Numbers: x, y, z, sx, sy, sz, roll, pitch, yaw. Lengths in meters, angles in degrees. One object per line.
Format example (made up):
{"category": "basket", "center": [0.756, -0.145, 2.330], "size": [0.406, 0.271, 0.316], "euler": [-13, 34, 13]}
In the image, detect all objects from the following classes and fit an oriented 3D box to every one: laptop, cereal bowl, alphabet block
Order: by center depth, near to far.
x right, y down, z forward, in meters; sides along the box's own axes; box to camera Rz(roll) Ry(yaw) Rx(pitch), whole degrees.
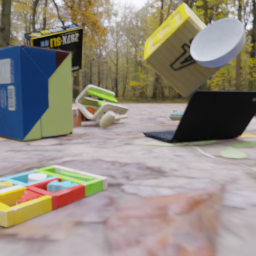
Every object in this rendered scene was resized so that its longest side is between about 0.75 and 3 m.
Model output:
{"category": "laptop", "center": [2.023, -0.339, 7.921], "size": [2.363, 1.377, 2.666], "euler": [-2, 7, -22]}
{"category": "cereal bowl", "center": [2.669, -2.379, 8.187], "size": [1.563, 1.563, 0.651], "euler": [7, -24, 47]}
{"category": "alphabet block", "center": [2.127, -2.934, 10.621], "size": [2.232, 2.192, 2.180], "euler": [38, 29, -19]}

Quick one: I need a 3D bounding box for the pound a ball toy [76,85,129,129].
{"category": "pound a ball toy", "center": [-0.990, -0.626, 12.040], "size": [1.923, 1.253, 2.950], "euler": [48, 15, 15]}

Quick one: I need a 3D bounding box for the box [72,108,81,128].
{"category": "box", "center": [-2.306, -0.412, 11.330], "size": [0.529, 0.758, 0.995], "euler": [1, 6, 9]}

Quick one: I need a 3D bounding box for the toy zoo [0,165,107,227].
{"category": "toy zoo", "center": [-1.205, 0.765, 3.363], "size": [1.094, 0.171, 1.668], "euler": [5, 8, 36]}

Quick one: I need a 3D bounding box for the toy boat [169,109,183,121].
{"category": "toy boat", "center": [2.603, -0.696, 14.851], "size": [1.005, 0.556, 1.196], "euler": [-1, 7, -7]}

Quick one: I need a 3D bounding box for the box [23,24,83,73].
{"category": "box", "center": [-3.328, -3.398, 12.831], "size": [0.676, 2.187, 2.739], "euler": [34, 44, 29]}

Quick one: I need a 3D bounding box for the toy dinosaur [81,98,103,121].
{"category": "toy dinosaur", "center": [-2.014, -0.729, 14.083], "size": [1.769, 1.331, 2.607], "euler": [-13, 24, 8]}

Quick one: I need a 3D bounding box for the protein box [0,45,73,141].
{"category": "protein box", "center": [-3.267, -1.060, 8.824], "size": [2.600, 2.581, 1.754], "euler": [5, 8, 40]}
